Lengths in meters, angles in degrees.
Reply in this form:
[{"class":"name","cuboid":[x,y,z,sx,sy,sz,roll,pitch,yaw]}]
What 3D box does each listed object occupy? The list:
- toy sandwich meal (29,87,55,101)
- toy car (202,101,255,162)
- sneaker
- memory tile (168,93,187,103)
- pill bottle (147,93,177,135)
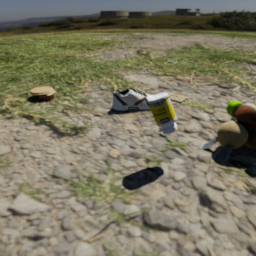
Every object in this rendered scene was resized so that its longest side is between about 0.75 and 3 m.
[{"class":"toy sandwich meal","cuboid":[-5.149,-2.056,16.893,1.571,0.538,1.571,-3,25,1]},{"class":"toy car","cuboid":[4.314,0.389,11.200,2.480,1.957,2.037,-37,31,-6]},{"class":"sneaker","cuboid":[0.491,-1.606,15.285,2.788,1.115,1.028,-5,25,-13]},{"class":"memory tile","cuboid":[2.828,-1.822,16.819,1.313,0.110,1.006,20,32,35]},{"class":"pill bottle","cuboid":[1.290,-0.502,10.133,0.776,1.394,0.776,-22,16,6]}]
